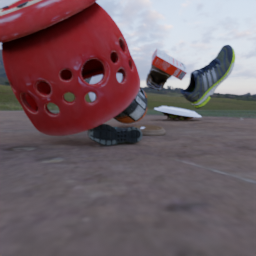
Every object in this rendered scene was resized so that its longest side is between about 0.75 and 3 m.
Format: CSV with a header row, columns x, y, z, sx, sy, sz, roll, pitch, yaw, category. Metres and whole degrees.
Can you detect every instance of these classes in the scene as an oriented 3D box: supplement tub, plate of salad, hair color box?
x,y,z,sx,sy,sz,roll,pitch,yaw,category
-0.226,-1.063,10.168,1.577,1.577,2.574,2,-11,19,supplement tub
2.762,-0.743,15.830,2.676,0.643,2.676,9,10,-2,plate of salad
1.525,-2.361,10.448,1.322,0.423,0.733,26,35,-12,hair color box

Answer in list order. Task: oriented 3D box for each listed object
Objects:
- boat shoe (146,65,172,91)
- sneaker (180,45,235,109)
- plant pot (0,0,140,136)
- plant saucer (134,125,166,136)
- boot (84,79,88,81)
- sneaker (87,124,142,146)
x,y,z,sx,sy,sz,roll,pitch,yaw,category
1.338,-2.185,12.270,1.068,1.070,2.957,23,5,1,boat shoe
2.780,-1.844,9.786,0.975,2.408,0.890,23,18,-27,sneaker
-1.346,-1.576,5.961,2.705,2.463,2.705,-16,33,11,plant pot
0.582,0.061,8.129,1.021,0.150,1.021,1,11,0,plant saucer
-2.613,-2.463,12.866,0.600,1.256,1.663,-15,24,48,boot
-0.309,0.190,5.995,1.201,0.453,0.476,6,-10,-24,sneaker
